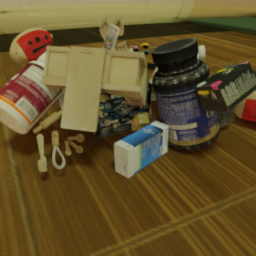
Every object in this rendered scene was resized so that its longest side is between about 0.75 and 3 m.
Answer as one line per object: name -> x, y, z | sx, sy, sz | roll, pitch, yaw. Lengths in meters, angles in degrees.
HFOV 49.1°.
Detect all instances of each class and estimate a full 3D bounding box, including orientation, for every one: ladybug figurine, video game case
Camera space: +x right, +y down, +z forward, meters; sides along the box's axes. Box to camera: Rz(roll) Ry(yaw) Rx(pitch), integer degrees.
ladybug figurine -> 4.661, -0.614, 9.286 | 2.593, 0.933, 1.760 | 14, -1, 28
video game case -> -0.609, -3.110, 9.874 | 0.086, 0.951, 0.681 | 4, 30, -35
ladybug figurine -> -3.093, -2.647, 9.179 | 1.549, 1.051, 0.557 | -42, 51, -19

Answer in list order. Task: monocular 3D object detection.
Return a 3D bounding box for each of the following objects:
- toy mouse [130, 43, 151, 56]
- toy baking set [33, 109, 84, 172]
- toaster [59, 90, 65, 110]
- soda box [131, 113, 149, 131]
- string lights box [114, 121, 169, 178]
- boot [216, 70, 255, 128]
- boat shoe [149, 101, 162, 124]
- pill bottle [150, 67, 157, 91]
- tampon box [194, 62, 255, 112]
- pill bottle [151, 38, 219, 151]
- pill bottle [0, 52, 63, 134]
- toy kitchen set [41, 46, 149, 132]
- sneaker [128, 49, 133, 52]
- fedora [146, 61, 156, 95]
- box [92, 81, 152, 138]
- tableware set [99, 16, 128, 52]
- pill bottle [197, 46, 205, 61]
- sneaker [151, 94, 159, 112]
toy mouse -> 0.515, -3.115, 11.261 | 1.002, 0.890, 0.194 | 4, 67, -15
toy baking set -> -1.756, 0.300, 7.084 | 0.192, 1.268, 1.652 | -19, 16, 50
toaster -> -1.479, -1.510, 10.114 | 1.373, 2.092, 2.314 | 6, 29, 17
soda box -> 0.361, -0.177, 8.595 | 0.324, 0.343, 1.013 | -6, -10, -12
string lights box -> 0.402, 0.547, 7.587 | 0.503, 0.877, 1.708 | 22, 35, 37
boot -> 3.228, -0.853, 8.858 | 1.919, 1.671, 0.664 | -24, 41, -8
boat shoe -> 0.946, -0.257, 8.913 | 0.452, 1.259, 0.477 | -7, -13, 18
pill bottle -> 1.930, -1.388, 9.421 | 2.222, 1.234, 1.234 | 25, 29, -7
tampon box -> 2.391, -0.982, 6.813 | 1.132, 0.715, 0.848 | -34, 16, -19
pill bottle -> 1.580, -0.932, 7.946 | 1.605, 2.870, 1.605 | -15, 26, 7
pill bottle -> -2.610, -1.026, 7.748 | 1.258, 1.258, 2.203 | 18, 58, 29
toy kitchen set -> -0.782, -0.822, 7.506 | 2.391, 1.951, 2.157 | 7, -4, 8
sneaker -> -0.382, -4.446, 16.844 | 1.415, 0.572, 0.541 | -12, 33, -19
fedora -> 0.947, -1.998, 11.929 | 2.706, 1.104, 2.706 | 3, 32, -2
box -> -0.209, -0.619, 8.962 | 1.960, 1.558, 0.451 | -13, 34, -22
tableware set -> -0.510, -3.695, 12.028 | 0.258, 2.227, 1.861 | 0, 30, 29
pill bottle -> 1.828, -2.194, 8.390 | 0.882, 0.500, 0.500 | -4, 29, 9
sneaker -> 0.699, -0.872, 10.447 | 1.966, 0.727, 0.805 | -3, 19, -21
